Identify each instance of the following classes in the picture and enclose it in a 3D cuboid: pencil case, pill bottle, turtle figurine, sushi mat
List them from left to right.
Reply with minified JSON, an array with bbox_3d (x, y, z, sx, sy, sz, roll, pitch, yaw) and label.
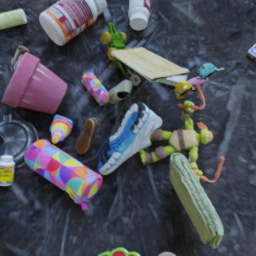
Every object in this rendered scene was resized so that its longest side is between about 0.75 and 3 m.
[{"bbox_3d":[-3.492,1.213,7.982,0.439,0.439,0.803,8,96,3],"label":"pill bottle"},{"bbox_3d":[-1.806,1.223,7.760,2.256,0.997,0.997,31,70,20],"label":"pencil case"},{"bbox_3d":[-1.902,-4.042,9.935,1.223,1.223,2.232,42,73,16],"label":"pill bottle"},{"bbox_3d":[-1.048,-1.268,9.157,0.530,0.530,1.199,-34,71,-13],"label":"pencil case"},{"bbox_3d":[0.407,-4.347,10.316,0.757,0.757,1.382,3,67,1],"label":"pill bottle"},{"bbox_3d":[0.539,-1.936,8.305,1.255,0.159,2.623,-13,34,-24],"label":"sushi mat"},{"bbox_3d":[1.458,0.247,8.229,2.281,0.911,2.828,-8,83,10],"label":"turtle figurine"}]

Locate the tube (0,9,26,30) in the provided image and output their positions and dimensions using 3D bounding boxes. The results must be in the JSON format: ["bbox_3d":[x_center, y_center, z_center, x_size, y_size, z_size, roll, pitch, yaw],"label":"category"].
[{"bbox_3d":[-4.783,-3.875,10.296,1.970,0.511,0.572,-14,29,0],"label":"tube"}]

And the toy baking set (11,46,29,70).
[{"bbox_3d":[-3.524,-2.254,9.255,0.137,1.178,0.904,9,89,0],"label":"toy baking set"}]

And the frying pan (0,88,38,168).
[{"bbox_3d":[-3.509,-0.046,8.733,1.615,0.435,2.670,8,71,3],"label":"frying pan"}]

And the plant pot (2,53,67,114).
[{"bbox_3d":[-2.761,-1.203,8.523,1.474,1.646,1.646,26,66,-22],"label":"plant pot"}]

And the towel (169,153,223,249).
[{"bbox_3d":[1.631,1.795,6.896,0.399,1.623,2.188,-23,58,-7],"label":"towel"}]

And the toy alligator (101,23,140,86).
[{"bbox_3d":[-0.297,-2.428,9.612,0.814,0.590,2.457,-11,74,-34],"label":"toy alligator"}]

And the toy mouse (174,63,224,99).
[{"bbox_3d":[2.091,-1.469,8.398,1.749,1.968,0.381,-34,81,-5],"label":"toy mouse"}]

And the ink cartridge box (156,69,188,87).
[{"bbox_3d":[1.406,-1.783,9.466,1.126,0.334,0.585,16,68,7],"label":"ink cartridge box"}]

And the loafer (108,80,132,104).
[{"bbox_3d":[-0.279,-1.006,8.378,0.424,1.122,0.383,20,56,-24],"label":"loafer"}]

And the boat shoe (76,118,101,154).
[{"bbox_3d":[-1.143,0.246,8.278,0.452,1.283,0.451,41,32,18],"label":"boat shoe"}]

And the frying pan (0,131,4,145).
[{"bbox_3d":[-4.255,0.270,8.128,1.232,2.036,0.331,25,57,-21],"label":"frying pan"}]

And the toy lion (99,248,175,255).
[{"bbox_3d":[0.210,4.257,6.724,2.549,0.913,2.659,-16,68,1],"label":"toy lion"}]

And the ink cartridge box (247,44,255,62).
[{"bbox_3d":[4.990,-2.629,9.865,1.138,0.247,1.128,-42,73,-13],"label":"ink cartridge box"}]

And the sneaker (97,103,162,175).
[{"bbox_3d":[0.053,0.496,7.816,2.423,1.050,0.908,-50,38,21],"label":"sneaker"}]

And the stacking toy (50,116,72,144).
[{"bbox_3d":[-2.021,0.155,8.150,0.598,1.089,0.632,24,112,-12],"label":"stacking toy"}]
